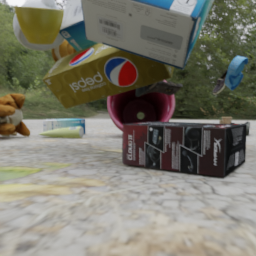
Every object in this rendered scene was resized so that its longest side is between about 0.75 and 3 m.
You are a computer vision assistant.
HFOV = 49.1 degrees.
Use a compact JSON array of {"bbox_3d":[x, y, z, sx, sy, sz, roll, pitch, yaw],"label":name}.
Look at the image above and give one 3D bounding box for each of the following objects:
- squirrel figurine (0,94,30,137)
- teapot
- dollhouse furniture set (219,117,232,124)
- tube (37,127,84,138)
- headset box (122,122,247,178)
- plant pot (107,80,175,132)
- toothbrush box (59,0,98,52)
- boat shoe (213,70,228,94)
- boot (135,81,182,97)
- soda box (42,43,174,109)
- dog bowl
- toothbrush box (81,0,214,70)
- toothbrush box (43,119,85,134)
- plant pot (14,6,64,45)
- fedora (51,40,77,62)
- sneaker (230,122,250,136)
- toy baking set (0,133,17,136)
[{"bbox_3d":[-5.221,-0.337,10.313,2.398,1.697,2.238,14,24,19],"label":"squirrel figurine"},{"bbox_3d":[-2.331,-2.804,7.336,1.470,1.074,1.451,-20,-20,3],"label":"teapot"},{"bbox_3d":[4.710,-0.152,14.372,0.875,0.748,1.689,2,4,31],"label":"dollhouse furniture set"},{"bbox_3d":[-2.604,0.211,10.921,1.739,0.452,0.505,-2,-40,14],"label":"tube"},{"bbox_3d":[0.960,0.290,5.144,2.019,0.780,1.502,4,5,34],"label":"headset box"},{"bbox_3d":[0.497,-0.765,11.894,2.629,2.629,2.353,0,-13,0],"label":"plant pot"},{"bbox_3d":[-0.663,-2.569,7.584,0.962,1.651,2.255,-7,-30,28],"label":"toothbrush box"},{"bbox_3d":[4.191,-2.070,12.603,0.399,1.232,0.443,40,0,-27],"label":"boat shoe"},{"bbox_3d":[1.031,-1.292,9.634,1.199,0.477,1.378,11,-18,-30],"label":"boot"},{"bbox_3d":[-0.472,-1.385,6.508,2.970,1.006,0.951,-12,39,29],"label":"soda box"},{"bbox_3d":[2.599,-1.330,6.785,0.511,0.916,0.227,-38,58,-22],"label":"dog bowl"},{"bbox_3d":[0.583,-2.545,5.060,1.899,2.594,1.107,20,-29,10],"label":"toothbrush box"},{"bbox_3d":[-2.851,-0.040,12.439,1.643,0.701,1.203,-1,3,-27],"label":"toothbrush box"},{"bbox_3d":[-1.949,-2.258,6.203,1.037,0.736,1.037,5,23,-2],"label":"plant pot"},{"bbox_3d":[-2.348,-3.013,10.743,0.568,1.392,1.392,19,9,19],"label":"fedora"},{"bbox_3d":[4.958,0.009,12.504,0.904,0.603,1.578,8,12,25],"label":"sneaker"},{"bbox_3d":[-6.033,0.230,11.667,2.566,0.299,1.970,6,-6,-27],"label":"toy baking set"}]
